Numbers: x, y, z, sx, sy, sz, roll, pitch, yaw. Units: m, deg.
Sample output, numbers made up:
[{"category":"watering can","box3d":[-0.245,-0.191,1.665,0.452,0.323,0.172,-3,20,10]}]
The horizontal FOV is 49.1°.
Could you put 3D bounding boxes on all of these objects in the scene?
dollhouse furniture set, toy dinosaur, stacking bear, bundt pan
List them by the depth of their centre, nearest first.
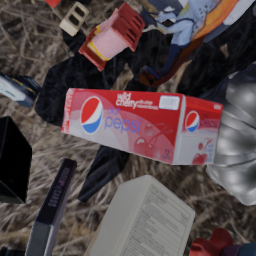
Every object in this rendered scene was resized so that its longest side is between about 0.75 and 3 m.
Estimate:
[{"category":"dollhouse furniture set","box3d":[-0.643,-1.737,4.227,1.631,0.878,0.663,38,54,-26]},{"category":"bundt pan","box3d":[2.448,0.207,4.454,2.594,0.973,2.594,1,101,6]},{"category":"stacking bear","box3d":[2.721,2.673,4.625,2.835,1.722,1.612,-10,78,36]},{"category":"toy dinosaur","box3d":[1.165,-1.881,5.142,2.944,1.546,2.671,21,126,26]}]

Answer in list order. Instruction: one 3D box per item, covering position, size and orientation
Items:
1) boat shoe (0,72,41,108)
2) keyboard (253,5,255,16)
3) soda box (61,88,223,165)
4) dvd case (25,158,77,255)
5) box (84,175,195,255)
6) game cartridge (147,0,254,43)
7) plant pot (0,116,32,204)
[{"category":"boat shoe","box3d":[-2.590,-1.034,6.227,1.283,0.454,0.582,38,55,-24]},{"category":"keyboard","box3d":[3.254,-1.861,4.210,1.506,0.244,2.369,-43,51,7]},{"category":"soda box","box3d":[0.027,-0.135,4.906,1.044,2.983,0.946,5,95,-42]},{"category":"dvd case","box3d":[-1.550,2.166,5.141,0.334,2.027,2.697,16,108,-6]},{"category":"box","box3d":[0.008,1.905,3.902,1.076,0.881,2.266,41,54,-13]},{"category":"game cartridge","box3d":[2.060,-3.485,6.249,1.958,0.601,2.942,36,87,3]},{"category":"plant pot","box3d":[-2.908,0.760,5.832,1.249,1.404,1.407,-7,55,0]}]
